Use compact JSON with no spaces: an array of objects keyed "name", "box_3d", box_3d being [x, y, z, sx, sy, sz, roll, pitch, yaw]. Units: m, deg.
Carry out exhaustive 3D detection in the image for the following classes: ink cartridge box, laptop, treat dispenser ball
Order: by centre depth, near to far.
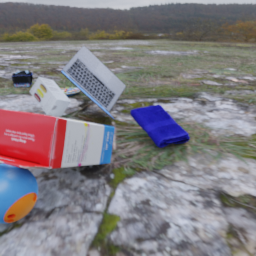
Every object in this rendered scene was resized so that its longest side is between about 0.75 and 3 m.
[{"name":"treat dispenser ball","box_3d":[-2.239,1.200,5.195,1.091,1.091,1.091,0,22,0]},{"name":"ink cartridge box","box_3d":[-1.744,0.243,6.223,1.719,0.995,2.959,8,-1,24]},{"name":"laptop","box_3d":[-1.126,-1.757,10.405,1.497,2.418,2.582,-22,31,52]}]

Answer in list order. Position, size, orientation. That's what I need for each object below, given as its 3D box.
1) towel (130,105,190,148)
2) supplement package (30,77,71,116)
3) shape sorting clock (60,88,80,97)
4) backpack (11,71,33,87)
[{"name":"towel","box_3d":[0.976,-0.124,8.618,1.252,0.420,1.696,-8,41,-34]},{"name":"supplement package","box_3d":[-2.182,-0.866,7.814,0.998,0.568,0.547,47,20,24]},{"name":"shape sorting clock","box_3d":[-3.105,-1.848,14.022,1.432,0.281,1.432,0,21,0]},{"name":"backpack","box_3d":[-5.864,-2.784,15.683,1.079,0.795,1.182,-4,23,-9]}]
